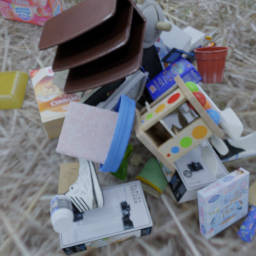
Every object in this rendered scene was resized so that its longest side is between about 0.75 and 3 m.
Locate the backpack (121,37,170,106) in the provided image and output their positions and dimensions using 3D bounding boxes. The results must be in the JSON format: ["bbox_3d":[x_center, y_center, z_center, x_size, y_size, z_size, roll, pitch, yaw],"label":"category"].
[{"bbox_3d":[0.254,-2.345,10.087,2.378,2.496,1.923,23,66,37],"label":"backpack"}]

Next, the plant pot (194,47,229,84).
[{"bbox_3d":[2.490,-1.888,8.453,0.997,0.970,0.997,-5,23,2],"label":"plant pot"}]

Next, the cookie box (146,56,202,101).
[{"bbox_3d":[1.356,-1.402,8.629,1.475,0.554,1.261,-39,27,13],"label":"cookie box"}]

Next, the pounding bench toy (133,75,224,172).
[{"bbox_3d":[1.191,-0.391,7.311,1.742,1.387,2.233,-38,26,14],"label":"pounding bench toy"}]

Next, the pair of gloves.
[{"bbox_3d":[-1.693,-2.162,9.162,1.748,0.360,2.055,24,97,29],"label":"pair of gloves"}]

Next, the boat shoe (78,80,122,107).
[{"bbox_3d":[-0.787,-0.972,8.704,0.723,0.844,2.306,56,37,-8],"label":"boat shoe"}]

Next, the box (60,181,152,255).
[{"bbox_3d":[-0.636,2.348,7.450,2.312,0.695,1.348,-10,52,-8],"label":"box"}]

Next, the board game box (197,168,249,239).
[{"bbox_3d":[2.466,1.943,7.198,1.455,1.451,0.299,-22,30,-21],"label":"board game box"}]

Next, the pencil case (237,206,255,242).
[{"bbox_3d":[3.279,2.557,7.468,0.376,0.418,0.963,38,61,12],"label":"pencil case"}]

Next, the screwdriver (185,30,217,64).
[{"bbox_3d":[3.295,-3.741,12.426,0.416,0.399,2.860,41,61,-7],"label":"screwdriver"}]

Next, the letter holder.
[{"bbox_3d":[-0.993,-2.028,6.984,2.527,1.271,1.796,-10,60,33],"label":"letter holder"}]

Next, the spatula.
[{"bbox_3d":[2.116,-0.083,7.498,0.190,1.649,2.372,1,36,-15],"label":"spatula"}]

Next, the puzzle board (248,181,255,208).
[{"bbox_3d":[4.770,1.899,8.129,2.501,0.218,1.885,-36,61,-24],"label":"puzzle board"}]

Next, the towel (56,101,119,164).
[{"bbox_3d":[-0.965,0.139,7.183,1.453,0.234,1.387,15,88,-8],"label":"towel"}]

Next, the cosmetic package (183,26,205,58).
[{"bbox_3d":[2.310,-3.551,12.194,0.930,0.571,2.254,36,60,25],"label":"cosmetic package"}]

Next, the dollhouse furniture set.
[{"bbox_3d":[0.444,1.130,8.299,1.740,0.873,1.140,26,56,18],"label":"dollhouse furniture set"}]

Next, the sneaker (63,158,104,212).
[{"bbox_3d":[-1.279,1.387,7.265,0.948,0.622,1.647,-12,56,-16],"label":"sneaker"}]

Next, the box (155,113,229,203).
[{"bbox_3d":[1.685,0.783,8.452,1.529,0.788,2.622,-9,52,-22],"label":"box"}]

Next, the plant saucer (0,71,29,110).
[{"bbox_3d":[-4.937,-1.529,10.674,1.922,0.466,1.922,-3,52,-3],"label":"plant saucer"}]

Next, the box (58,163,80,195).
[{"bbox_3d":[-1.661,1.527,8.478,0.847,0.110,1.036,-3,52,-2],"label":"box"}]

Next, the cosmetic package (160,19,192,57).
[{"bbox_3d":[1.176,-3.403,10.211,2.205,1.118,0.786,37,92,9],"label":"cosmetic package"}]

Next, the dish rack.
[{"bbox_3d":[-0.316,-0.756,8.806,0.492,1.938,2.258,39,71,9],"label":"dish rack"}]

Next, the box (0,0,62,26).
[{"bbox_3d":[-4.796,-6.062,13.650,2.803,1.438,1.327,15,53,10],"label":"box"}]

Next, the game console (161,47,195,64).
[{"bbox_3d":[1.657,-2.182,8.853,0.584,0.843,0.988,55,30,13],"label":"game console"}]

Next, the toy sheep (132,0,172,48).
[{"bbox_3d":[0.179,-3.189,8.146,1.855,1.855,2.691,-33,42,-24],"label":"toy sheep"}]

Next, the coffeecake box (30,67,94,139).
[{"bbox_3d":[-2.211,-1.103,10.008,1.998,0.951,2.603,-17,54,-13],"label":"coffeecake box"}]

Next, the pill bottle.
[{"bbox_3d":[-1.402,1.810,5.911,0.455,0.455,0.801,-15,21,-12],"label":"pill bottle"}]

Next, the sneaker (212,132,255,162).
[{"bbox_3d":[3.444,0.625,8.364,2.103,0.762,0.756,-21,43,25],"label":"sneaker"}]

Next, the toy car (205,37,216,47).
[{"bbox_3d":[3.572,-3.738,12.180,0.333,0.999,0.490,22,72,32],"label":"toy car"}]

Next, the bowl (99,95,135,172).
[{"bbox_3d":[-0.275,0.174,7.132,0.396,2.015,2.015,16,52,-8],"label":"bowl"}]

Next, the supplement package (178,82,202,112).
[{"bbox_3d":[1.710,-1.295,9.472,1.011,0.720,1.299,11,62,49],"label":"supplement package"}]
